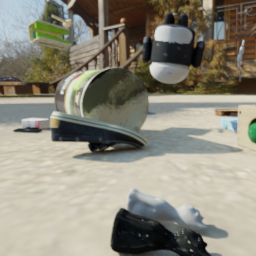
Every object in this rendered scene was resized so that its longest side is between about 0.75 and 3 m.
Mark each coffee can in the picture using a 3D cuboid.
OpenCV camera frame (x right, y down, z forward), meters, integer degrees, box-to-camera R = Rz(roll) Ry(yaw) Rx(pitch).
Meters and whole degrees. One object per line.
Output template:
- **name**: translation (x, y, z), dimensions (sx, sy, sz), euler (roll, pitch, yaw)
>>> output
- **coffee can**: translation (-0.912, -0.763, 8.505), dimensions (1.993, 1.993, 2.723), euler (-5, 10, -28)

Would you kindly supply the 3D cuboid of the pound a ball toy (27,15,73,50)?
- **pound a ball toy**: translation (-2.941, -3.693, 10.771), dimensions (0.770, 1.182, 1.813), euler (-11, -3, 37)

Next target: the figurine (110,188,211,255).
- **figurine**: translation (0.369, 0.982, 2.839), dimensions (0.894, 0.395, 0.917), euler (10, 10, 11)

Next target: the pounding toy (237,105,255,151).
- **pounding toy**: translation (3.576, -0.166, 6.405), dimensions (2.079, 1.478, 1.914), euler (-2, 8, -12)

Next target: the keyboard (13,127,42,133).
- **keyboard**: translation (-3.334, 0.075, 9.414), dimensions (0.929, 0.096, 0.590), euler (3, 16, 14)

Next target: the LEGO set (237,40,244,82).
- **LEGO set**: translation (3.622, -2.096, 9.172), dimensions (0.300, 0.914, 1.223), euler (8, -31, 29)

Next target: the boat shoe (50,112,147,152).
- **boat shoe**: translation (-0.671, 0.216, 6.541), dimensions (2.360, 0.735, 0.881), euler (13, -3, -23)

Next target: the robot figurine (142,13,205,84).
- **robot figurine**: translation (1.482, -2.612, 9.400), dimensions (1.394, 2.235, 1.679), euler (0, 12, -38)

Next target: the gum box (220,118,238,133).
- **gum box**: translation (4.127, -0.096, 9.684), dimensions (1.311, 0.344, 1.543), euler (-1, 9, -5)

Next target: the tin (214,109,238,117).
- **tin**: translation (5.209, -0.770, 14.197), dimensions (1.652, 0.346, 0.925), euler (0, 13, 1)

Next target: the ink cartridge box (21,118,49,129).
- **ink cartridge box**: translation (-3.321, -0.144, 10.035), dimensions (0.790, 0.327, 0.579), euler (3, 9, 22)
